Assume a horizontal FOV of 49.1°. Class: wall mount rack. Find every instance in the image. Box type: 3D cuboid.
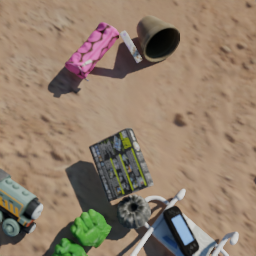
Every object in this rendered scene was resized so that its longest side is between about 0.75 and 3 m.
[{"bbox_3d":[1.239,2.993,6.806,2.868,1.069,2.492,39,68,12],"label":"wall mount rack"}]

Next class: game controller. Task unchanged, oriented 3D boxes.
[{"bbox_3d":[1.349,2.605,7.125,0.649,0.262,1.244,-12,65,-38],"label":"game controller"}]

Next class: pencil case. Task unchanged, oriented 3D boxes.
[{"bbox_3d":[-1.051,-2.401,8.638,0.868,0.896,1.912,37,77,-14],"label":"pencil case"}]

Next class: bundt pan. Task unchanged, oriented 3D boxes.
[{"bbox_3d":[0.122,2.127,7.290,0.920,0.345,0.920,-6,47,7],"label":"bundt pan"}]

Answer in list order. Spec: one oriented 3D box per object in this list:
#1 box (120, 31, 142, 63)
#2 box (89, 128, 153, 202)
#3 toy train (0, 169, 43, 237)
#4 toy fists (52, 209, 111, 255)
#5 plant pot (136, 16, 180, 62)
[{"bbox_3d":[0.094,-2.418,8.364,0.192,0.206,0.993,-31,115,8],"label":"box"},{"bbox_3d":[-0.202,0.953,7.199,1.251,0.346,1.561,-27,77,23],"label":"box"},{"bbox_3d":[-3.124,1.863,7.175,1.997,0.851,1.138,33,106,6],"label":"toy train"},{"bbox_3d":[-1.226,2.904,7.045,0.876,0.591,1.719,37,76,-4],"label":"toy fists"},{"bbox_3d":[0.819,-2.891,8.724,1.246,1.246,1.081,-24,59,-7],"label":"plant pot"}]
